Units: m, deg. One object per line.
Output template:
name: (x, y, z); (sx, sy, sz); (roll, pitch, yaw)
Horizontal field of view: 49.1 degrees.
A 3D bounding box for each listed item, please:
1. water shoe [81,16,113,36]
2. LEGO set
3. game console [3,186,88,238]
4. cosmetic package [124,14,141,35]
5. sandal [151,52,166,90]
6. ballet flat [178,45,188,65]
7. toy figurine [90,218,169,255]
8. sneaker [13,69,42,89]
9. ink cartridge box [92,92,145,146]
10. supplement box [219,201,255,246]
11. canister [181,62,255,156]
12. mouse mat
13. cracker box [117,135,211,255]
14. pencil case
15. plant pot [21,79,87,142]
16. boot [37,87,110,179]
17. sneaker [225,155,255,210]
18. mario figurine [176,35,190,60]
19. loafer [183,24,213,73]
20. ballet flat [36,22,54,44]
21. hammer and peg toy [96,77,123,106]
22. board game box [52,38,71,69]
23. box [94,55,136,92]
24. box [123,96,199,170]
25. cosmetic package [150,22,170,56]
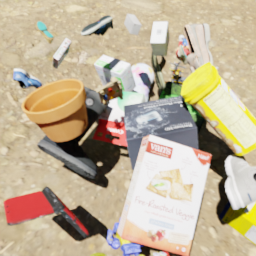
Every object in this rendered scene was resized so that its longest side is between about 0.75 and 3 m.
water shoe: (-0.953, -3.214, 9.186); (1.280, 0.505, 0.457); (-39, 44, -24)
LEGO set: (2.990, -2.096, 13.175); (2.845, 1.649, 2.188); (20, 53, 16)
game console: (-2.085, 2.231, 6.994); (1.100, 1.597, 1.853); (-42, 20, -18)
cosmetic package: (0.161, -3.746, 10.147); (0.355, 0.420, 0.787); (-2, 48, -28)
sandal: (1.319, -2.528, 11.534); (0.556, 0.773, 1.947); (-12, 89, -3)
ballet flat: (2.139, -2.847, 11.067); (0.332, 0.956, 0.332); (-19, 50, 24)
toy figurine: (-0.197, 3.093, 7.484); (2.271, 1.198, 1.360); (0, 47, -19)
sneaker: (-4.110, -1.831, 11.371); (0.566, 1.441, 0.643); (9, 78, 32)
ink cartridge box: (-0.403, -0.435, 10.624); (1.651, 0.514, 2.052); (10, 65, 23)
supplement box: (4.263, 3.023, 9.247); (2.029, 1.105, 1.111); (36, 59, 26)
canister: (2.861, -0.584, 8.503); (2.541, 1.100, 1.887); (46, 28, -10)
mouse mat: (2.391, -0.911, 12.511); (2.294, 0.086, 1.846); (24, 87, 15)
cracker box: (0.901, 1.622, 6.938); (1.688, 0.727, 2.520); (17, 78, -8)
pencil case: (0.448, -1.766, 13.192); (1.308, 1.199, 2.884); (6, 50, 8)
plant pot: (-1.932, -0.443, 8.060); (1.779, 1.245, 1.779); (-12, 36, 9)
boot: (-1.456, 0.067, 9.868); (2.275, 0.906, 2.760); (32, 65, -1)
sneaker: (3.372, 1.458, 7.931); (1.015, 0.925, 2.475); (-18, 14, 24)
mario figurine: (3.326, -4.543, 15.668); (1.137, 0.976, 1.841); (13, 48, 17)
loafer: (2.527, -2.660, 10.441); (0.933, 1.067, 2.969); (6, 64, -2)
ballet flat: (-2.768, -3.124, 9.233); (0.324, 0.298, 0.945); (-21, 62, -32)
hammer and peg toy: (-0.587, -1.184, 8.709); (0.810, 1.102, 0.388); (-20, 63, -4)
board game box: (-2.225, -2.438, 9.316); (0.208, 1.201, 0.758); (33, 79, -13)
box: (-0.494, -2.125, 11.296); (1.402, 1.237, 0.678); (27, 65, 30)
box: (0.951, 0.092, 8.650); (1.998, 1.193, 2.032); (-10, 33, 3)
cosmetic package: (1.174, -3.233, 10.237); (0.544, 0.885, 0.882); (5, 74, 16)
